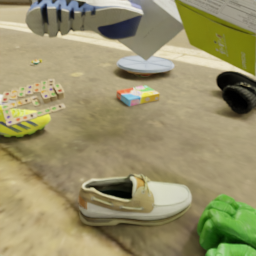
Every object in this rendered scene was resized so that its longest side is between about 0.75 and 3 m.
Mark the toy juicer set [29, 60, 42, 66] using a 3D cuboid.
[{"bbox_3d":[-4.748,-3.351,14.227,0.484,0.207,0.761,6,29,10],"label":"toy juicer set"}]

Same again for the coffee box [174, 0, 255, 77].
[{"bbox_3d":[2.187,-2.319,5.358,1.713,1.694,1.710,37,3,27],"label":"coffee box"}]

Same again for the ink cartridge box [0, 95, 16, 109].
[{"bbox_3d":[-4.776,-0.680,8.968,1.976,0.497,1.076,5,29,6],"label":"ink cartridge box"}]

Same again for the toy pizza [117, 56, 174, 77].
[{"bbox_3d":[0.798,-2.878,13.132,2.665,0.422,2.665,1,28,-1],"label":"toy pizza"}]

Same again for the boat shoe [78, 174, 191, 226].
[{"bbox_3d":[0.166,1.271,5.132,2.142,0.732,0.800,-5,29,-10],"label":"boat shoe"}]

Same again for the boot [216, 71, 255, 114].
[{"bbox_3d":[3.676,-1.313,9.783,1.676,0.843,2.241,-21,35,-33],"label":"boot"}]

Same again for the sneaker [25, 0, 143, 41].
[{"bbox_3d":[-1.098,-3.220,7.019,2.862,1.156,1.653,-4,68,-19],"label":"sneaker"}]

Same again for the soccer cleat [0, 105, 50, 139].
[{"bbox_3d":[-3.416,-0.277,7.692,2.426,1.015,0.784,-6,29,-10],"label":"soccer cleat"}]

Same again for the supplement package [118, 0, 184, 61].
[{"bbox_3d":[0.842,-3.801,8.620,1.697,2.207,2.308,32,65,-18],"label":"supplement package"}]

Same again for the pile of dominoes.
[{"bbox_3d":[-1.865,-0.582,5.440,1.191,0.190,0.929,-20,55,-20],"label":"pile of dominoes"}]

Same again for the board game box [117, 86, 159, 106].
[{"bbox_3d":[0.351,-1.179,10.163,1.260,0.254,0.964,-15,32,-25],"label":"board game box"}]

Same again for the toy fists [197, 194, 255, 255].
[{"bbox_3d":[1.599,1.837,4.097,1.112,0.750,2.182,5,30,10],"label":"toy fists"}]
